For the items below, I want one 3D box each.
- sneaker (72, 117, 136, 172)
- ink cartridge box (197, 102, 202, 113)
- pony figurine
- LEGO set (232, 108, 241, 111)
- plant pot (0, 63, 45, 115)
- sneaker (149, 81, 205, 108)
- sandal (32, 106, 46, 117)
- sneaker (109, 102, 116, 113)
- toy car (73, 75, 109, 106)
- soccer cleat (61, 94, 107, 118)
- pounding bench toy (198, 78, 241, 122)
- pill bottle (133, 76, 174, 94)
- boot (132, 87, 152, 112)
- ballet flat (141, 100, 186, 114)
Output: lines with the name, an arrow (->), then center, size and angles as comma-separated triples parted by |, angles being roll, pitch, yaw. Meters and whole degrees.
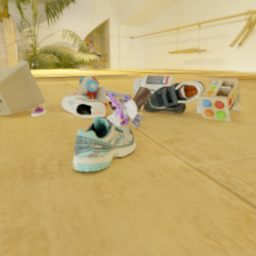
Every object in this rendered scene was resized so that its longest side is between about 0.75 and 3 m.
sneaker -> -0.543, 0.255, 8.229 | 1.127, 1.254, 2.904 | 6, 16, 21
ink cartridge box -> 3.979, -1.077, 14.733 | 0.689, 0.397, 1.190 | 4, 16, 13
pony figurine -> -0.154, -0.622, 10.891 | 1.524, 1.766, 1.830 | -35, -34, 23
LEGO set -> 4.931, -1.277, 14.677 | 1.932, 0.474, 1.443 | 15, 11, 20
plant pot -> -5.816, -1.678, 13.710 | 2.131, 2.133, 1.888 | -1, 32, 31
sneaker -> 2.221, -1.613, 13.372 | 2.780, 1.090, 1.104 | -16, 8, 21
sandal -> -4.465, -0.891, 14.072 | 0.646, 0.390, 1.586 | -3, 16, -11
sneaker -> -0.311, -1.126, 13.890 | 1.507, 0.870, 0.570 | -1, 57, 24
toy car -> -1.788, -1.716, 15.637 | 2.101, 1.858, 1.937 | 24, 3, -26
soccer cleat -> -2.347, -1.035, 13.547 | 2.952, 1.013, 1.257 | 15, 19, 33
pounding bench toy -> 4.279, -0.976, 12.968 | 1.304, 2.099, 1.637 | 11, 51, 38
pill bottle -> 1.706, -2.742, 18.731 | 2.518, 1.506, 1.506 | 5, 16, 17
boot -> 0.234, -1.430, 12.879 | 1.357, 1.456, 0.468 | 35, 14, -5
ballet flat -> 1.735, -1.213, 14.347 | 2.470, 0.702, 0.821 | 5, 50, 16
